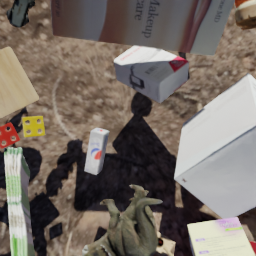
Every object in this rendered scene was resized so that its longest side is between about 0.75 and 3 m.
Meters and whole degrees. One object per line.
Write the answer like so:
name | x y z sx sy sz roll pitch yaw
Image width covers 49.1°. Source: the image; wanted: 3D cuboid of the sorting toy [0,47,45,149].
sorting toy | -2.437 -0.720 5.344 1.098 0.385 2.278 -30 102 -16

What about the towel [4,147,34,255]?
towel | -2.073 1.625 5.592 0.334 1.622 2.174 -10 64 -14

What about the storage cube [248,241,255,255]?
storage cube | 3.544 4.177 6.750 1.828 2.139 1.923 37 77 6

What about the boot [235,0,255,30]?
boot | 2.534 -2.610 5.390 0.896 2.388 1.280 -8 97 29

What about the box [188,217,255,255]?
box | 1.354 1.836 4.068 0.780 0.887 0.429 -11 122 3

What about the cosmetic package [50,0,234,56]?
cosmetic package | 0.214 -2.303 4.846 2.881 1.489 1.257 5 43 -4

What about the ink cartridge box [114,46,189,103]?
ink cartridge box | 0.528 -1.354 6.618 1.436 0.599 1.043 33 60 32

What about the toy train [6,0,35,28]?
toy train | -1.581 -2.873 4.857 0.396 0.531 2.320 19 101 -26

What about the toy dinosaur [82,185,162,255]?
toy dinosaur | 0.117 1.888 5.109 1.065 2.767 1.415 8 60 -32

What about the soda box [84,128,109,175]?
soda box | -0.627 0.464 5.577 0.279 0.300 0.879 16 107 13

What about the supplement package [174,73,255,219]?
supplement package | 1.965 0.315 5.070 1.319 1.793 1.715 40 125 -11

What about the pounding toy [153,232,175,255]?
pounding toy | 0.810 2.567 5.907 0.950 0.835 0.435 23 45 28
